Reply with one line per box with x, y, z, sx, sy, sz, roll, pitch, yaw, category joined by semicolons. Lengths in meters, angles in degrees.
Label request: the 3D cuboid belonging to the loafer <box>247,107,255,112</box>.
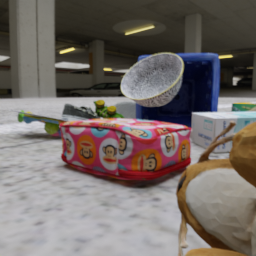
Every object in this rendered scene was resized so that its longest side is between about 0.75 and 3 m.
6.335;-0.692;13.750;2.647;0.893;1.006;-1;8;-7;loafer

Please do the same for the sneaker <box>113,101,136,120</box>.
0.740;-0.590;13.040;2.998;1.108;1.228;9;2;4;sneaker

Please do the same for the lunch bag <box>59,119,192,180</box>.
0.025;0.304;6.260;2.643;1.083;2.328;7;11;40;lunch bag

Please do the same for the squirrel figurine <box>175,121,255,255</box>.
1.563;0.854;1.645;2.713;1.920;2.532;13;-4;-9;squirrel figurine

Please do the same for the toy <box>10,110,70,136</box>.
-2.694;-0.055;9.869;2.585;0.610;1.489;15;-5;12;toy

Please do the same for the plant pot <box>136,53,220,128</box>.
1.869;-1.189;10.927;2.876;2.876;2.586;1;2;9;plant pot

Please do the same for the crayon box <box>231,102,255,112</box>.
7.646;-1.010;16.110;2.835;0.826;1.684;7;11;40;crayon box

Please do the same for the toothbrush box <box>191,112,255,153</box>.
3.257;0.063;8.308;2.311;0.986;1.692;-3;8;-8;toothbrush box

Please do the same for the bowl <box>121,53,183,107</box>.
0.902;-1.355;9.053;2.106;0.988;2.106;-17;44;18;bowl

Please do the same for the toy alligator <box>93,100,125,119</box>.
-0.705;-0.475;11.904;2.414;0.800;0.580;29;51;25;toy alligator

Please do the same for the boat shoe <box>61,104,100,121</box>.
-1.709;-0.478;11.463;0.914;0.823;2.585;5;-3;25;boat shoe

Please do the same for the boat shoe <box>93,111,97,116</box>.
-2.215;-0.597;15.191;1.292;0.464;0.437;-12;-24;-29;boat shoe
